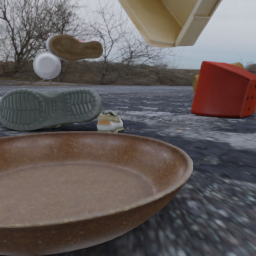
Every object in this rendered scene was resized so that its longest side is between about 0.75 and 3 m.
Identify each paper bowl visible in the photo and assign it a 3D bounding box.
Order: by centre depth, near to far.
[{"bbox_3d":[-2.711,-2.093,9.369,0.897,0.897,0.466,-2,7,-12],"label":"paper bowl"}]

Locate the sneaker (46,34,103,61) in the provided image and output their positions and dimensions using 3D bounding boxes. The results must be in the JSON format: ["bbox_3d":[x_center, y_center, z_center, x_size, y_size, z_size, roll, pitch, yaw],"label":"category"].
[{"bbox_3d":[-1.886,-2.434,8.613,1.182,0.749,2.102,11,14,34],"label":"sneaker"}]

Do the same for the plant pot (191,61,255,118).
[{"bbox_3d":[3.508,-1.230,9.689,1.629,1.847,1.848,24,23,40],"label":"plant pot"}]

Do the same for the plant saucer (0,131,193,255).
[{"bbox_3d":[-0.754,0.530,2.992,2.806,0.513,2.806,1,10,0],"label":"plant saucer"}]

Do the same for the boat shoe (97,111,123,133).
[{"bbox_3d":[-0.420,-0.178,6.941,0.552,0.505,1.478,1,10,4],"label":"boat shoe"}]

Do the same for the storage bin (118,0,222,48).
[{"bbox_3d":[0.726,-2.887,4.713,1.037,2.198,2.214,-11,-30,-29],"label":"storage bin"}]

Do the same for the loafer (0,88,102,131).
[{"bbox_3d":[-1.977,-0.424,7.249,2.904,1.092,1.012,1,-5,15],"label":"loafer"}]

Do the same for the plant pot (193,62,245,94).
[{"bbox_3d":[4.508,-2.208,14.205,2.225,2.073,2.073,-4,10,0],"label":"plant pot"}]
